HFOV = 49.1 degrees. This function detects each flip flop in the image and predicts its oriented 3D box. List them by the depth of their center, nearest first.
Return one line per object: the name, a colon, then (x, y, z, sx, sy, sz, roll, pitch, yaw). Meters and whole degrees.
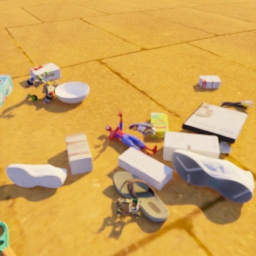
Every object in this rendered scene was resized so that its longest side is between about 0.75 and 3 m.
flip flop: (0.356, 1.882, 8.144, 0.864, 0.613, 2.130, -23, 41, -29)

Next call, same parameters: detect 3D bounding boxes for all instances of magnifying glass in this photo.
magnifying glass: (-3.150, 2.950, 7.012, 1.737, 0.195, 0.691, 30, 45, 34)

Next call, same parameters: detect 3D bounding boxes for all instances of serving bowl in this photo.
serving bowl: (-2.594, -1.577, 13.141, 1.575, 0.518, 1.575, 0, 34, 0)

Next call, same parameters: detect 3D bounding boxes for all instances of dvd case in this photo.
dvd case: (3.503, -0.276, 11.159, 1.973, 0.243, 2.766, 19, 30, 24)

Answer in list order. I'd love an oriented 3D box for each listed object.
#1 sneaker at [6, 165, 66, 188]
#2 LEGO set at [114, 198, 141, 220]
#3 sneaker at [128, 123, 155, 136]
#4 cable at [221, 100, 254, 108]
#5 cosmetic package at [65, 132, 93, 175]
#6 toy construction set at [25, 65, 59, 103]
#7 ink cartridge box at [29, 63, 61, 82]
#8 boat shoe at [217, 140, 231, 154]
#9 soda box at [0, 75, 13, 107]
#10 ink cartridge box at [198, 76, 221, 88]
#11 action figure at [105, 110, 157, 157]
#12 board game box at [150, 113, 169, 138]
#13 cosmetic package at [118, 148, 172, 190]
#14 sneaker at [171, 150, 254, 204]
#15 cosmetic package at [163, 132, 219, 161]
sneaker: (-2.866, 1.435, 8.882, 1.845, 0.694, 0.816, 9, 24, 2)
LEGO set: (-0.017, 2.254, 7.636, 0.792, 0.609, 0.459, 14, 20, 7)
sneaker: (0.503, 0.084, 10.565, 1.059, 0.397, 0.477, -5, 72, 20)
cable: (4.961, -1.152, 12.689, 1.359, 0.342, 0.660, 11, 37, 15)
cosmetic package: (-1.705, 0.845, 9.602, 0.749, 0.633, 1.450, -10, 36, -14)
toy construction set: (-3.881, -2.136, 13.088, 1.418, 1.700, 1.306, 17, 33, 10)
ink cartridge box: (-4.447, -2.929, 15.018, 1.344, 0.561, 0.976, -23, 41, -29)
boat shoe: (3.261, 0.550, 10.250, 0.422, 0.367, 1.144, -23, 41, -29)
soda box: (-6.097, -1.654, 13.041, 0.711, 0.752, 2.216, -1, 35, -1)
ink cartridge box: (4.159, -2.342, 14.329, 0.947, 0.396, 0.683, -1, 35, -2)
action figure: (-0.022, 0.178, 10.211, 2.272, 1.125, 0.741, 25, 41, 34)
board game box: (1.246, -0.117, 11.239, 0.676, 0.317, 1.330, 2, 35, 3)
cosmetic package: (0.528, 1.304, 9.119, 1.710, 0.433, 0.706, 27, 43, 33)
sneaker: (2.594, 1.373, 8.756, 2.627, 0.924, 1.053, 25, 35, 22)
cosmetic package: (2.169, 0.714, 9.764, 1.831, 0.678, 0.931, 4, 36, 8)
